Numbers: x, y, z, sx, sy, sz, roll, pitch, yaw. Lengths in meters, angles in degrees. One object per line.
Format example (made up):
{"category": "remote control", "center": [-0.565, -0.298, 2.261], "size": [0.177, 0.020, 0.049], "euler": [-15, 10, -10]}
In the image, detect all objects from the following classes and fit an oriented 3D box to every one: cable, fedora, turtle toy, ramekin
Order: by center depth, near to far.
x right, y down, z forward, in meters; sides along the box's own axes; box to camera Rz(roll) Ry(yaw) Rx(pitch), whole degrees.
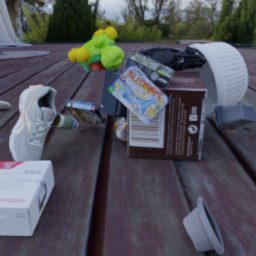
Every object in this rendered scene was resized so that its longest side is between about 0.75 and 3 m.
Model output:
{"category": "fedora", "center": [1.460, 2.013, 5.606], "size": [0.546, 1.069, 1.209], "euler": [-27, 11, 14]}
{"category": "cable", "center": [1.521, -2.532, 10.617], "size": [2.673, 0.679, 2.181], "euler": [-1, 1, 44]}
{"category": "ramekin", "center": [3.267, -1.927, 10.863], "size": [1.497, 2.852, 2.852], "euler": [-19, 26, -13]}
{"category": "turtle toy", "center": [-1.150, -3.065, 11.634], "size": [2.009, 1.393, 2.756], "euler": [-41, 27, -14]}

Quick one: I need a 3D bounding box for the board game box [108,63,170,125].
{"category": "board game box", "center": [0.316, -0.939, 7.851], "size": [1.489, 1.008, 0.256], "euler": [42, 10, -7]}

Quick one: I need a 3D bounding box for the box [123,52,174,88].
{"category": "box", "center": [0.657, -1.784, 8.422], "size": [1.422, 0.315, 1.139], "euler": [27, 27, 2]}

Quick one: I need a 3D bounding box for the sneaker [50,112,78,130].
{"category": "sneaker", "center": [-2.219, -0.188, 9.433], "size": [0.732, 0.547, 1.631], "euler": [18, -2, -31]}

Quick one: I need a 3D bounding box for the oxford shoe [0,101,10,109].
{"category": "oxford shoe", "center": [-6.541, -0.978, 13.360], "size": [1.672, 0.629, 0.483], "euler": [-2, 62, -26]}

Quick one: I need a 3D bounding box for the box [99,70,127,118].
{"category": "box", "center": [0.173, -1.427, 11.957], "size": [2.335, 1.733, 1.250], "euler": [-1, 20, -35]}

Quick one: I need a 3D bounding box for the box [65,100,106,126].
{"category": "box", "center": [-1.551, -0.532, 10.566], "size": [1.100, 0.304, 1.611], "euler": [8, -18, 11]}

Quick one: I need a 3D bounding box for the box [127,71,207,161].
{"category": "box", "center": [1.309, -0.599, 9.793], "size": [2.369, 2.393, 2.884], "euler": [3, 23, 8]}

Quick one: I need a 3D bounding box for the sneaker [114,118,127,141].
{"category": "sneaker", "center": [-0.218, 0.036, 10.579], "size": [0.706, 0.715, 1.827], "euler": [4, 14, 11]}

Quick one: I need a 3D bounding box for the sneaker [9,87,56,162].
{"category": "sneaker", "center": [-2.765, -0.084, 8.444], "size": [1.215, 2.641, 1.000], "euler": [-11, -19, 36]}

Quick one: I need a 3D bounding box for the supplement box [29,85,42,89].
{"category": "supplement box", "center": [-5.237, -2.097, 16.068], "size": [0.753, 0.439, 1.194], "euler": [-9, 24, -19]}

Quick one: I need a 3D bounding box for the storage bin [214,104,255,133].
{"category": "storage bin", "center": [3.310, -0.319, 8.496], "size": [1.190, 0.866, 0.799], "euler": [4, -14, -41]}

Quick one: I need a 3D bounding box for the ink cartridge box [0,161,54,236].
{"category": "ink cartridge box", "center": [-2.674, 1.567, 6.592], "size": [1.395, 0.809, 1.890], "euler": [0, 24, 1]}
